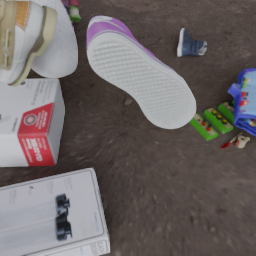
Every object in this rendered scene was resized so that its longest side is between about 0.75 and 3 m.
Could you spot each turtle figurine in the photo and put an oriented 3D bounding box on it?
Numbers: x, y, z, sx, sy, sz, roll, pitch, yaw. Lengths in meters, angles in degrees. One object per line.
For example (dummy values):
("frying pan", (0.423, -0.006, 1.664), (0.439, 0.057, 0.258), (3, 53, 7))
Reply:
("turtle figurine", (-1.405, -3.484, 6.709), (1.615, 1.566, 1.162), (5, 3, 31))

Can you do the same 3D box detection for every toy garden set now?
("toy garden set", (3.018, -0.148, 7.835), (1.992, 0.398, 1.661), (-21, 50, -19))

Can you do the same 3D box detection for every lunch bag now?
("lunch bag", (3.946, -0.501, 7.155), (2.818, 1.325, 2.121), (24, 50, 4))

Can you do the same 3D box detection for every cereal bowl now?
("cereal bowl", (-2.072, -2.058, 6.214), (0.895, 2.150, 2.150), (-33, 55, -29))

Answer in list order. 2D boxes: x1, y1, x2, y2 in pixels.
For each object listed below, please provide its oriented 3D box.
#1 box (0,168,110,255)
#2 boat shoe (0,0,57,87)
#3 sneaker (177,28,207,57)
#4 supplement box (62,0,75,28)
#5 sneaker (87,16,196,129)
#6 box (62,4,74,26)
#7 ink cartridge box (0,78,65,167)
("box", (-1.871, 1.935, 5.570), (2.808, 0.844, 1.638), (-12, 48, -11))
("boat shoe", (-2.041, -1.451, 4.895), (0.807, 2.360, 0.882), (11, 67, -33))
("sneaker", (2.437, -3.231, 10.562), (1.051, 0.553, 1.455), (1, 55, 16))
("supplement box", (-2.761, -4.544, 11.366), (0.830, 1.053, 1.609), (-21, 41, 22))
("sneaker", (0.311, -1.165, 5.556), (0.994, 2.742, 1.564), (-38, 38, 17))
("box", (-3.187, -3.556, 10.116), (2.253, 0.560, 2.236), (33, 94, 27))
("ink cartridge box", (-3.318, -0.173, 7.276), (2.970, 1.244, 2.143), (-2, 47, -2))
